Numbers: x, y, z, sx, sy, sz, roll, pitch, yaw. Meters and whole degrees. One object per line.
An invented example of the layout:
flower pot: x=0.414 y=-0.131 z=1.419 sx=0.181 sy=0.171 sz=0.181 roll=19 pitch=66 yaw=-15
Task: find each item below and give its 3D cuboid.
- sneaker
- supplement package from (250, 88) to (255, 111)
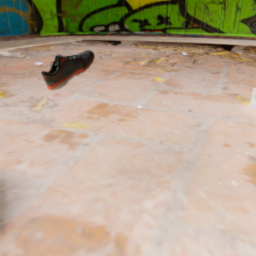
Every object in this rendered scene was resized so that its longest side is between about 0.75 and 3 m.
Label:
sneaker: x=-2.246 y=-2.421 z=10.575 sx=0.926 sy=0.984 sz=2.404 roll=13 pitch=51 yaw=44
supplement package: x=6.931 y=-1.134 z=12.941 sx=1.485 sy=1.057 sz=1.906 roll=-7 pitch=27 yaw=-13
